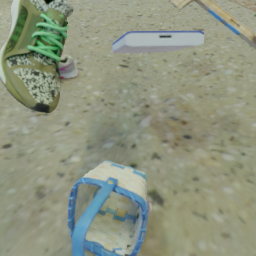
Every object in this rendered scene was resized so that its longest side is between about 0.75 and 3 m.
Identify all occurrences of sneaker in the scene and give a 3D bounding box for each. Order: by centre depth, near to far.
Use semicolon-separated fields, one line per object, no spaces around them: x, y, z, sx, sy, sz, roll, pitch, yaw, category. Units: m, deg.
-1.506;-1.691;4.963;1.131;1.303;2.941;13;58;-40;sneaker
-2.760;-2.165;10.044;1.885;0.832;0.767;-20;44;-21;sneaker

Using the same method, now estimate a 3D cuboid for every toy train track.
1.911;-2.695;6.001;2.715;0.442;1.557;42;56;7;toy train track

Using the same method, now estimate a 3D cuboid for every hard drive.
0.575;-2.106;6.988;1.675;0.322;2.539;-4;13;-8;hard drive

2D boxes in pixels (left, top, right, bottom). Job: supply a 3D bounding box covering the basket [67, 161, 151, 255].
-0.411;1.646;4.861;1.442;1.828;2.073;18;32;15;basket
